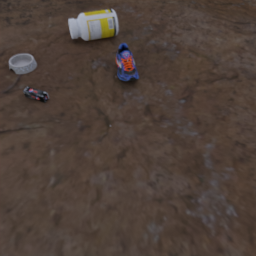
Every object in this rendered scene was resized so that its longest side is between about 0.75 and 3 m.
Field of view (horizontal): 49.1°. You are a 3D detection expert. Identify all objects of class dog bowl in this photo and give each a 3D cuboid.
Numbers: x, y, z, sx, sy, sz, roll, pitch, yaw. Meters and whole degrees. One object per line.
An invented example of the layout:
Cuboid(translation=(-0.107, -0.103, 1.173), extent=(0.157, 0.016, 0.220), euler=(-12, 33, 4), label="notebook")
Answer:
Cuboid(translation=(-4.880, -2.978, 12.895), extent=(1.240, 0.364, 1.240), euler=(0, 46, 0), label="dog bowl")

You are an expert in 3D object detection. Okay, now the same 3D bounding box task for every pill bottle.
Cuboid(translation=(-1.784, -5.229, 14.348), extent=(2.367, 1.326, 1.326), euler=(-13, 48, -12), label="pill bottle")

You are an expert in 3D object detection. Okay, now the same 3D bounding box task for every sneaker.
Cuboid(translation=(-0.126, -2.897, 12.420), extent=(0.896, 0.933, 2.378), euler=(-12, 48, -9), label="sneaker")

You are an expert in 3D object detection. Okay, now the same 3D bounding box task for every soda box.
Cuboid(translation=(-3.731, -1.346, 11.346), extent=(0.994, 0.352, 0.315), euler=(18, 56, 16), label="soda box")
